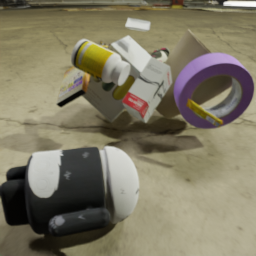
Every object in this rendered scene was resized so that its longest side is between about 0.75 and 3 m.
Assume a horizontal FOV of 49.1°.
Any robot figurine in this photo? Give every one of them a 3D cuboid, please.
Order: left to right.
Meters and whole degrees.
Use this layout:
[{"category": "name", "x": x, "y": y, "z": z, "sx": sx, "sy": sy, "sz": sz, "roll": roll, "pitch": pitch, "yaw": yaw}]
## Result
[{"category": "robot figurine", "x": -1.176, "y": 1.347, "z": 6.092, "sx": 2.824, "sy": 1.762, "sz": 2.122, "roll": -5, "pitch": 60, "yaw": -10}]

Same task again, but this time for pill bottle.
[{"category": "pill bottle", "x": -0.797, "y": -1.892, "z": 8.274, "sx": 1.614, "sy": 0.907, "sz": 0.907, "roll": 28, "pitch": 37, "yaw": 14}]

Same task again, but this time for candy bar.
[{"category": "candy bar", "x": 2.125, "y": -0.403, "z": 7.869, "sx": 1.203, "sy": 0.300, "sz": 0.133, "roll": 38, "pitch": 54, "yaw": 22}]

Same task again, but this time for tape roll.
[{"category": "tape roll", "x": 2.571, "y": -1.069, "z": 8.534, "sx": 2.253, "sy": 2.253, "sz": 0.739, "roll": -3, "pitch": 37, "yaw": -5}]

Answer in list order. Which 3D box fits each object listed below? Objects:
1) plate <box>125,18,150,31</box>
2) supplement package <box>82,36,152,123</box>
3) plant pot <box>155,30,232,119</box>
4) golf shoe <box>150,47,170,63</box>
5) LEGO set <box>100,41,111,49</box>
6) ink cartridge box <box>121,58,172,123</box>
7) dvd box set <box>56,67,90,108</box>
[{"category": "plate", "x": 0.331, "y": -3.441, "z": 9.410, "sx": 0.788, "sy": 0.127, "sz": 0.786, "roll": 10, "pitch": 40, "yaw": 1}, {"category": "supplement package", "x": -0.311, "y": -1.820, "z": 10.429, "sx": 1.772, "sy": 2.335, "sz": 1.759, "roll": 42, "pitch": 33, "yaw": -3}, {"category": "plant pot", "x": 2.021, "y": -1.625, "z": 10.005, "sx": 2.472, "sy": 2.639, "sz": 2.472, "roll": 38, "pitch": 24, "yaw": -20}, {"category": "golf shoe", "x": 0.701, "y": -2.770, "z": 13.006, "sx": 2.895, "sy": 1.117, "sz": 1.275, "roll": -23, "pitch": 14, "yaw": 49}, {"category": "LEGO set", "x": -2.026, "y": -4.307, "z": 16.383, "sx": 2.605, "sy": 1.509, "sz": 2.003, "roll": 26, "pitch": 38, "yaw": 38}, {"category": "ink cartridge box", "x": 0.559, "y": -0.999, "z": 7.666, "sx": 0.618, "sy": 1.476, "sz": 1.065, "roll": 30, "pitch": -6, "yaw": 18}, {"category": "dvd box set", "x": -1.784, "y": -1.545, "z": 9.377, "sx": 1.206, "sy": 0.242, "sz": 1.649, "roll": -25, "pitch": 43, "yaw": 29}]
